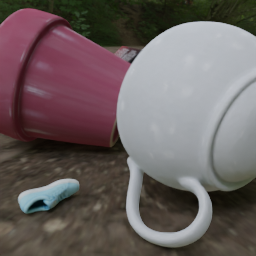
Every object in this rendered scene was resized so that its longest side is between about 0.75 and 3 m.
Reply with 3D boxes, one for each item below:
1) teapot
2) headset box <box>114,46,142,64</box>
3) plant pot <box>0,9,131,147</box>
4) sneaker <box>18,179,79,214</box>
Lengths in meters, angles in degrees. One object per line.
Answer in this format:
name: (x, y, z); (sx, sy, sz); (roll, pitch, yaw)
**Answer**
teapot: (1.294, -0.082, 4.055); (2.779, 2.816, 2.057); (-7, 27, -30)
headset box: (0.338, -2.009, 10.540); (0.989, 1.905, 2.560); (-44, 26, 0)
plant pot: (-1.288, -0.861, 6.410); (2.640, 2.949, 2.949); (19, 22, 4)
sneaker: (-1.180, 1.107, 4.362); (0.957, 0.354, 0.392); (-16, 37, -23)
